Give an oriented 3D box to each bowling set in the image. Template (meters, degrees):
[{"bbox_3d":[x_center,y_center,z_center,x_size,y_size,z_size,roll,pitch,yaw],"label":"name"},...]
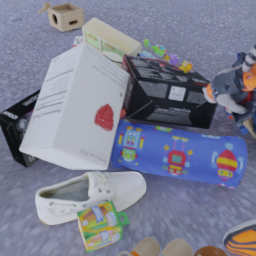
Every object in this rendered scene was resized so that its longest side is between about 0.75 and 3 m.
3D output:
[{"bbox_3d":[0.613,2.355,3.797,1.379,1.788,2.569,-33,46,-31],"label":"bowling set"}]

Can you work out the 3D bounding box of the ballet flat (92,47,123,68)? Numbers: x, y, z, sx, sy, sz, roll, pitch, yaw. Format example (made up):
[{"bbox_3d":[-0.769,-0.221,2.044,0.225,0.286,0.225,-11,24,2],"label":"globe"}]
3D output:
[{"bbox_3d":[-0.987,-2.340,9.811,2.668,0.897,0.908,12,56,15],"label":"ballet flat"}]

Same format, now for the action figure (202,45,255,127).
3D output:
[{"bbox_3d":[1.749,-0.895,4.338,0.796,1.472,1.521,26,52,-22],"label":"action figure"}]

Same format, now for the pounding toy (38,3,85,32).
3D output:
[{"bbox_3d":[-3.355,-5.258,13.292,1.744,0.908,1.985,-29,49,-30],"label":"pounding toy"}]

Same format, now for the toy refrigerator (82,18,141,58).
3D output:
[{"bbox_3d":[-0.630,-3.098,10.340,2.189,0.831,0.766,34,67,15],"label":"toy refrigerator"}]

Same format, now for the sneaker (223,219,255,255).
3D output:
[{"bbox_3d":[2.748,2.207,4.607,2.142,0.831,1.200,0,39,1],"label":"sneaker"}]

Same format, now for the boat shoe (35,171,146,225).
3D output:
[{"bbox_3d":[-0.690,1.281,5.696,2.323,0.805,0.823,-14,42,-17],"label":"boat shoe"}]

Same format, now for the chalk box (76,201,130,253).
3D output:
[{"bbox_3d":[-0.436,1.811,5.268,0.915,0.566,0.569,-16,43,-17],"label":"chalk box"}]

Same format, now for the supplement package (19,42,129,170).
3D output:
[{"bbox_3d":[-1.098,-0.367,6.098,1.372,1.389,2.291,-8,62,45],"label":"supplement package"}]

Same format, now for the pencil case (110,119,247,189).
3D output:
[{"bbox_3d":[1.109,0.549,6.292,2.934,1.145,1.274,9,16,11],"label":"pencil case"}]

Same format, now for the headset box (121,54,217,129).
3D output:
[{"bbox_3d":[0.898,-1.135,7.659,2.115,1.067,2.845,7,24,-11],"label":"headset box"}]

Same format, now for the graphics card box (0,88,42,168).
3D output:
[{"bbox_3d":[-1.983,-0.261,7.026,0.585,1.443,2.301,24,45,25],"label":"graphics card box"}]

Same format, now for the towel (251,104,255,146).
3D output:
[{"bbox_3d":[3.630,0.091,7.242,0.925,0.402,1.656,31,39,-14],"label":"towel"}]

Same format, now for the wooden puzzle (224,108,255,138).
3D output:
[{"bbox_3d":[2.946,-0.460,7.604,1.554,0.360,1.439,32,36,-28],"label":"wooden puzzle"}]

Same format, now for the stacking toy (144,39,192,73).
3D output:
[{"bbox_3d":[1.011,-1.911,7.270,1.215,0.285,0.916,27,16,-25],"label":"stacking toy"}]

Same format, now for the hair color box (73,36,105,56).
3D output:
[{"bbox_3d":[-1.464,-3.295,11.268,1.377,0.440,0.764,4,43,-3],"label":"hair color box"}]

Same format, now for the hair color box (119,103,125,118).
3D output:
[{"bbox_3d":[-0.377,-0.513,8.230,0.466,0.269,0.841,31,50,30],"label":"hair color box"}]

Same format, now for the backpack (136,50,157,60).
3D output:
[{"bbox_3d":[0.687,-2.182,9.616,0.868,0.638,0.795,25,26,-40],"label":"backpack"}]
